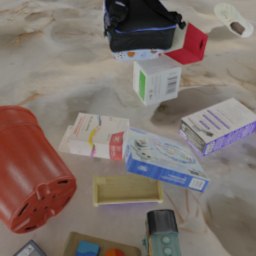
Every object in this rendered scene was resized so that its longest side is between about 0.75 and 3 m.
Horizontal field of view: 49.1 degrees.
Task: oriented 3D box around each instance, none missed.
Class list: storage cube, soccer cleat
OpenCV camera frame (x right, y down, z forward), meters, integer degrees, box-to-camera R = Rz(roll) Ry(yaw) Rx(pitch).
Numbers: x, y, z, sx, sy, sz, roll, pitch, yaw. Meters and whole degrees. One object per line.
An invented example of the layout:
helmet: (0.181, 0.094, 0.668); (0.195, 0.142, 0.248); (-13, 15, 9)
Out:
storage cube: (2.195, -3.187, 10.769); (1.125, 1.070, 1.251); (20, -9, -33)
soccer cleat: (3.646, -3.834, 9.886); (0.679, 0.607, 1.751); (-24, 64, -34)

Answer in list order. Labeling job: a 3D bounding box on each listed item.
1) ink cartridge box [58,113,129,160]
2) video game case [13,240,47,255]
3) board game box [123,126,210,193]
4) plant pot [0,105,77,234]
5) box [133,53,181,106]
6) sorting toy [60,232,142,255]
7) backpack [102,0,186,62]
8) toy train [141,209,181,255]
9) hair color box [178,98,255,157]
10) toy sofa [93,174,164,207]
ink cartridge box: (-1.247, 0.257, 10.104); (2.388, 0.806, 1.391); (6, 45, 7)
video game case: (-2.216, 4.170, 6.484); (2.675, 0.254, 1.911); (31, 52, 27)
board game box: (1.029, 0.878, 8.588); (2.314, 0.502, 2.303); (18, 20, -10)
plant pot: (-3.067, 1.260, 7.923); (2.793, 2.793, 2.716); (-34, 61, -30)
box: (1.191, -2.106, 11.957); (1.598, 1.591, 1.369); (-16, 48, -15)
sorting toy: (-0.878, 3.819, 6.486); (2.019, 0.363, 2.710); (13, 41, 6)
backpack: (0.285, -3.981, 10.671); (2.885, 2.223, 2.748); (-5, 58, -16)
toy train: (0.862, 3.151, 6.711); (1.023, 1.368, 2.401); (-2, 44, -1)
hair color box: (3.362, -0.076, 10.436); (2.601, 0.843, 1.422); (-20, 48, -22)
toy sofa: (-0.015, 1.886, 8.517); (2.116, 1.033, 0.876); (-2, 68, -4)
